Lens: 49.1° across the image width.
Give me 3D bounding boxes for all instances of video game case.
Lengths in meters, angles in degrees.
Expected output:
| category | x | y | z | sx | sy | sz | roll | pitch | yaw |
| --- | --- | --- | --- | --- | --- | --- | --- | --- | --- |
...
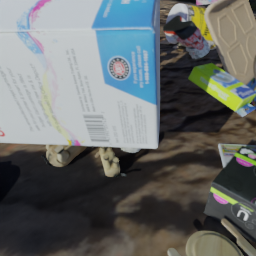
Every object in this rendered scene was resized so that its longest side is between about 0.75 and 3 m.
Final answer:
| category | x | y | z | sx | sy | sz | roll | pitch | yaw |
| --- | --- | --- | --- | --- | --- | --- | --- | --- | --- |
| video game case | 2.885 | 0.746 | 7.143 | 1.005 | 0.111 | 0.914 | 3 | 36 | 5 |

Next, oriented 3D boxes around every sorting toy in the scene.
| category | x | y | z | sx | sy | sz | roll | pitch | yaw |
| --- | --- | --- | --- | --- | --- | --- | --- | --- | --- |
| sorting toy | 2.905 | -2.318 | 7.478 | 2.201 | 2.378 | 0.434 | -38 | 23 | -34 |

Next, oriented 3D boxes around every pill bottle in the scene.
| category | x | y | z | sx | sy | sz | roll | pitch | yaw |
| --- | --- | --- | --- | --- | --- | --- | --- | --- | --- |
| pill bottle | 2.424 | -3.217 | 9.124 | 2.173 | 1.209 | 1.209 | 3 | 33 | -21 |

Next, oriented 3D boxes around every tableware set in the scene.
| category | x | y | z | sx | sy | sz | roll | pitch | yaw |
| --- | --- | --- | --- | --- | --- | --- | --- | --- | --- |
| tableware set | 1.752 | 2.628 | 4.263 | 1.525 | 0.462 | 2.308 | -11 | 41 | -34 |

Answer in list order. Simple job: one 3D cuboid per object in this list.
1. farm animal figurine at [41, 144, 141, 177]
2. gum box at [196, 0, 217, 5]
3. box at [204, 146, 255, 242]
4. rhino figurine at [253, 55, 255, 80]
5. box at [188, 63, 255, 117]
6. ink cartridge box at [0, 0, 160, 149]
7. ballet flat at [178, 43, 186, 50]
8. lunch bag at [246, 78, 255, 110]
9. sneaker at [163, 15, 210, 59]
| category | x | y | z | sx | sy | sz | roll | pitch | yaw |
| --- | --- | --- | --- | --- | --- | --- | --- | --- | --- |
| farm animal figurine | -0.770 | 0.327 | 7.019 | 2.282 | 1.147 | 1.843 | 8 | 55 | 6 |
| gum box | 2.392 | -4.806 | 8.548 | 0.628 | 1.078 | 1.900 | 0 | 55 | 12 |
| box | 2.440 | 1.270 | 5.702 | 1.112 | 0.931 | 1.497 | 27 | 43 | 32 |
| rhino figurine | 2.053 | -0.401 | 3.499 | 0.582 | 1.948 | 0.852 | 2 | 56 | 43 |
| box | 1.929 | -0.791 | 5.552 | 1.302 | 0.310 | 0.794 | 42 | 39 | 23 |
| ink cartridge box | -0.997 | -0.795 | 4.233 | 2.914 | 2.106 | 1.234 | 1 | 48 | 8 |
| ballet flat | 1.594 | -2.114 | 6.996 | 0.837 | 0.282 | 0.194 | -21 | 20 | -33 |
| lunch bag | 5.320 | -1.262 | 9.284 | 2.362 | 1.111 | 1.778 | 11 | 34 | 0 |
| sneaker | 1.249 | -1.925 | 6.029 | 0.493 | 0.791 | 1.475 | -41 | 25 | 11 |
